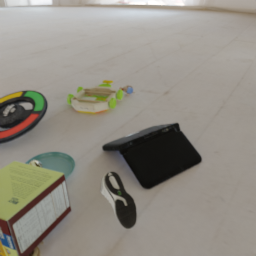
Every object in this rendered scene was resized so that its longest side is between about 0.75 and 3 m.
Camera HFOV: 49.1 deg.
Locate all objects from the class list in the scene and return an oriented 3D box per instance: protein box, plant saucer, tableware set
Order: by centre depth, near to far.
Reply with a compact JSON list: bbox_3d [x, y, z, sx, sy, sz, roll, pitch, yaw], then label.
[{"bbox_3d":[-2.559,2.709,6.098,1.266,0.254,0.837,2,31,3],"label":"tableware set"},{"bbox_3d":[-2.574,1.806,6.462,1.703,1.157,1.715,8,27,26],"label":"protein box"},{"bbox_3d":[-2.423,1.276,8.577,1.610,0.221,1.610,0,31,0],"label":"plant saucer"}]

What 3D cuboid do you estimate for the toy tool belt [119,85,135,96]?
[{"bbox_3d":[-0.024,-1.790,13.501,0.474,0.482,0.772,34,24,29],"label":"toy tool belt"}]

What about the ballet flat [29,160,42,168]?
[{"bbox_3d":[-2.765,1.204,8.347,0.412,0.412,1.145,-13,33,-21],"label":"ballet flat"}]

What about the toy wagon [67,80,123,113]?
[{"bbox_3d":[-1.367,-1.497,12.904,2.188,0.558,2.820,7,30,16],"label":"toy wagon"}]

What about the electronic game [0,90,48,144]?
[{"bbox_3d":[-4.426,-0.465,10.500,2.912,0.606,2.912,-9,42,8],"label":"electronic game"}]

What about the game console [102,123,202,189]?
[{"bbox_3d":[0.738,0.840,9.302,2.459,1.431,2.163,-19,6,-30],"label":"game console"}]

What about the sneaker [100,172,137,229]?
[{"bbox_3d":[-0.265,1.796,7.004,0.536,1.421,0.818,-20,-8,-22],"label":"sneaker"}]
